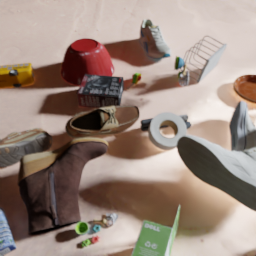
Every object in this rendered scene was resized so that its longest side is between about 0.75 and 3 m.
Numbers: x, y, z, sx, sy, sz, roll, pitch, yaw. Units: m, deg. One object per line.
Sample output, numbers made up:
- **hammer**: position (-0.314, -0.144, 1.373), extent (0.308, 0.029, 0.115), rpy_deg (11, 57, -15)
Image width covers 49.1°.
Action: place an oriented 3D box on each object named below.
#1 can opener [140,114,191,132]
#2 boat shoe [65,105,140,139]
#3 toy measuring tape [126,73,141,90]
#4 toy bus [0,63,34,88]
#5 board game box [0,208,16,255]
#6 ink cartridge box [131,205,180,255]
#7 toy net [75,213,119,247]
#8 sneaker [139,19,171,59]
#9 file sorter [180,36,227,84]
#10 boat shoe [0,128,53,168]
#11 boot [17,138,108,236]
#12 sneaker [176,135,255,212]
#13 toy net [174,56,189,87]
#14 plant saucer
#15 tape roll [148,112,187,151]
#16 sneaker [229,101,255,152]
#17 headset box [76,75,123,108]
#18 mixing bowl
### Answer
- **can opener**: position (1.354, -0.109, 9.991), extent (1.805, 0.481, 0.604), rpy_deg (-10, 47, -8)
- **boat shoe**: position (-0.797, -0.237, 9.535), extent (2.665, 0.957, 1.009), rpy_deg (-17, 83, -14)
- **toy measuring tape**: position (0.258, -2.076, 12.085), extent (0.418, 0.418, 1.136), rpy_deg (23, 49, 22)
- **toy bus**: position (-5.238, -2.212, 11.973), extent (2.236, 0.728, 0.875), rpy_deg (-7, 45, -7)
- **board game box**: position (-3.932, 2.691, 7.069), extent (1.668, 0.514, 1.667), rpy_deg (-24, 50, -22)
- **ink cartridge box**: position (0.517, 2.937, 6.253), extent (0.709, 1.241, 2.390), rpy_deg (11, 46, 18)
- **toy net**: position (-0.757, 2.600, 7.369), extent (1.206, 0.233, 0.633), rpy_deg (-21, 48, -21)
- **sneaker**: position (1.267, -4.385, 13.924), extent (1.091, 1.152, 2.851), rpy_deg (-14, 47, -17)
- **file sorter**: position (3.280, -3.082, 12.367), extent (1.119, 1.247, 1.797), rpy_deg (35, 53, 17)
- **boat shoe**: position (-3.666, 0.596, 9.068), extent (2.319, 0.878, 0.833), rpy_deg (-16, 42, -28)
- **boot**: position (-1.652, 1.610, 8.112), extent (2.831, 1.024, 2.355), rpy_deg (-14, 58, -16)
- **sneaker**: position (2.979, 0.993, 8.242), extent (2.990, 1.101, 1.728), rpy_deg (37, 42, 19)
- **toy net**: position (2.122, -2.136, 11.448), extent (0.382, 1.038, 1.979), rpy_deg (7, 36, -2)
- **plant saucer**: position (5.350, -1.565, 11.617), extent (1.946, 0.314, 1.946), rpy_deg (0, 45, 0)
- **tape roll**: position (1.308, 0.113, 9.459), extent (1.267, 0.443, 1.267), rpy_deg (2, 68, -6)
- **sneaker**: position (4.037, 0.069, 9.670), extent (0.847, 0.874, 2.392), rpy_deg (18, 53, 1)
- **headset box**: position (-1.154, -1.463, 11.224), extent (1.812, 0.700, 1.348), rpy_deg (4, 44, 5)
- **mixing bowl**: position (-1.854, -3.100, 12.480), extent (2.468, 1.337, 2.468), rpy_deg (0, 45, 0)
